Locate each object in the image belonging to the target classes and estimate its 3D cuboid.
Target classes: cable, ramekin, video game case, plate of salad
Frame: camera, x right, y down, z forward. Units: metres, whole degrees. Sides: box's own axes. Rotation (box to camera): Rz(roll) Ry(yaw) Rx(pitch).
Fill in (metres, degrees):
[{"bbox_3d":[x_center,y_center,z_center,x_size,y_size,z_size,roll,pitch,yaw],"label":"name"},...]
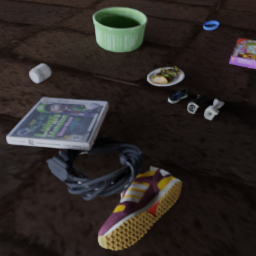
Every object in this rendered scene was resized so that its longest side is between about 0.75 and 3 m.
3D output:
[{"bbox_3d":[-0.741,1.039,7.893,2.407,0.749,2.950,-19,24,-37],"label":"cable"},{"bbox_3d":[-0.426,-5.017,14.366,2.685,1.311,2.685,2,44,-2],"label":"ramekin"},{"bbox_3d":[-2.200,-0.251,9.489,2.588,0.332,2.847,4,32,6],"label":"video game case"},{"bbox_3d":[1.592,-2.264,11.965,1.574,0.378,1.574,-8,37,6],"label":"plate of salad"}]

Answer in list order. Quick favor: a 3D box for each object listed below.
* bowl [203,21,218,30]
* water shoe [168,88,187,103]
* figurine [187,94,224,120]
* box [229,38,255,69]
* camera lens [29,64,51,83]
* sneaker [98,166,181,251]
[{"bbox_3d":[4.778,-5.890,16.163,0.845,0.166,0.845,-10,41,9],"label":"bowl"},{"bbox_3d":[1.949,-1.292,11.022,0.933,0.368,0.334,-28,49,-27],"label":"water shoe"},{"bbox_3d":[2.950,-0.863,10.523,1.107,0.477,1.080,24,43,23],"label":"figurine"},{"bbox_3d":[5.888,-3.616,13.546,1.494,0.427,2.183,17,45,18],"label":"box"},{"bbox_3d":[-3.748,-2.345,12.010,0.611,0.611,0.764,23,47,24],"label":"camera lens"},{"bbox_3d":[0.137,1.934,7.114,2.659,0.996,1.198,-27,40,-35],"label":"sneaker"}]
